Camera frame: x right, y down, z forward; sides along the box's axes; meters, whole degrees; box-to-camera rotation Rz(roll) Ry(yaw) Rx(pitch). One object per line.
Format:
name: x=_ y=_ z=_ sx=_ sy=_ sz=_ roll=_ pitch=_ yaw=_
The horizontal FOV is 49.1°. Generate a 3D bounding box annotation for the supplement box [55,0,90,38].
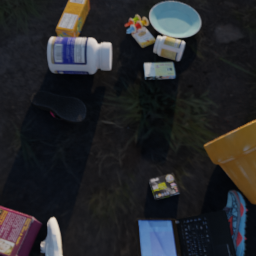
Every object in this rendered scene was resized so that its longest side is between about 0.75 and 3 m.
supplement box: x=-2.687 y=-5.371 z=13.786 sx=0.940 sy=0.909 sz=2.732 roll=13 pitch=63 yaw=5

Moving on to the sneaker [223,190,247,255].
sneaker: x=3.247 y=3.089 z=9.164 sx=1.090 sy=0.905 sz=2.282 roll=9 pitch=61 yaw=7

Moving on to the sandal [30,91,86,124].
sandal: x=-2.792 y=-0.816 z=11.544 sx=2.875 sy=0.648 sz=1.080 roll=21 pitch=57 yaw=27

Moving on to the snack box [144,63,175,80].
snack box: x=1.402 y=-2.564 z=12.617 sx=1.334 sy=0.248 sz=0.775 roll=-2 pitch=61 yaw=-1

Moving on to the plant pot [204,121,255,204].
plant pot: x=4.331 y=1.112 z=9.470 sx=2.656 sy=2.656 sz=2.431 roll=-23 pitch=80 yaw=-12

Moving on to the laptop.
laptop: x=1.761 y=3.792 z=8.434 sx=2.647 sy=1.367 sz=2.346 roll=-19 pitch=59 yaw=24

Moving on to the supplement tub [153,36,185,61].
supplement tub: x=1.872 y=-3.654 z=12.829 sx=1.263 sy=0.912 sz=0.912 roll=19 pitch=63 yaw=9

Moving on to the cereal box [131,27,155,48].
cereal box: x=0.741 y=-4.427 z=13.658 sx=0.758 sy=0.208 sz=1.054 roll=-27 pitch=65 yaw=-14

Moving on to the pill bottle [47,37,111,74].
pill bottle: x=-2.047 y=-3.124 z=12.198 sx=2.579 sy=1.544 sz=1.544 roll=2 pitch=61 yaw=0

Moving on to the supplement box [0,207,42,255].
supplement box: x=-4.023 y=3.293 z=8.969 sx=1.975 sy=1.019 sz=1.293 roll=16 pitch=63 yaw=9

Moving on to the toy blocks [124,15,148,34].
toy blocks: x=0.236 y=-5.028 z=13.739 sx=1.209 sy=0.439 sz=1.008 roll=-37 pitch=48 yaw=-21

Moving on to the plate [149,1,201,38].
plate: x=2.328 y=-5.352 z=14.026 sx=2.607 sy=0.333 sz=2.607 roll=2 pitch=61 yaw=-3

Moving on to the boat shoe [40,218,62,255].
boat shoe: x=-2.480 y=3.866 z=8.939 sx=0.633 sy=0.665 sz=1.847 roll=-10 pitch=71 yaw=-6

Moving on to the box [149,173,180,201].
box: x=1.297 y=2.119 z=10.079 sx=0.934 sy=0.207 sz=0.748 roll=-14 pitch=62 yaw=-8
